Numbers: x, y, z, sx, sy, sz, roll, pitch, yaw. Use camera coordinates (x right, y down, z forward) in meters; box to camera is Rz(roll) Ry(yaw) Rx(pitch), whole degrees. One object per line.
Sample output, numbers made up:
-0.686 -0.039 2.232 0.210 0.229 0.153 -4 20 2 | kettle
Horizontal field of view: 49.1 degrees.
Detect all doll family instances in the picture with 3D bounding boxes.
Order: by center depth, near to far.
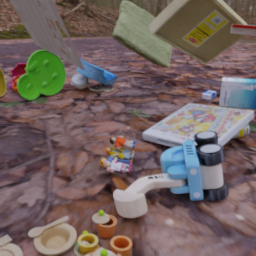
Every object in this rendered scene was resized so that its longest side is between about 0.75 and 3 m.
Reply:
-0.305 0.816 7.414 0.846 0.614 1.362 9 41 3 | doll family

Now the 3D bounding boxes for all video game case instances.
2.203 -0.080 8.857 2.672 0.306 2.432 -30 29 -36 | video game case

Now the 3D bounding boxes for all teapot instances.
-2.552 -2.386 14.904 0.914 0.677 0.927 -28 60 -18 | teapot

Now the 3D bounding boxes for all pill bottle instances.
3.386 0.078 9.079 0.949 0.518 0.518 -6 23 -16 | pill bottle

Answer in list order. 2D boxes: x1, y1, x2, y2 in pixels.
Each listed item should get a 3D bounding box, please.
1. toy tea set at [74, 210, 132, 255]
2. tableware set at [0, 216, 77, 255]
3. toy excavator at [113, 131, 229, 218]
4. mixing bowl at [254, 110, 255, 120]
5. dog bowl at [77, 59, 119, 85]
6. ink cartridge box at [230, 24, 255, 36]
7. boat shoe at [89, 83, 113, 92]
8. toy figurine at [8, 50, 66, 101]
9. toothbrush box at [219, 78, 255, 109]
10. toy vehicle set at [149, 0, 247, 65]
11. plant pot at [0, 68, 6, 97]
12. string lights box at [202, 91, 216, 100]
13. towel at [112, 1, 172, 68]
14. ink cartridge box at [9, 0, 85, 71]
-0.332 1.840 4.463 0.985 0.613 1.656 -4 18 -26 | toy tea set
-1.408 2.209 4.249 1.834 0.255 2.195 -14 26 -30 | tableware set
0.973 1.091 6.163 2.306 1.152 2.243 -9 19 11 | toy excavator
5.684 -0.748 10.590 1.688 0.914 1.688 -1 22 0 | mixing bowl
-1.625 -2.848 14.726 1.507 0.670 2.704 31 10 27 | dog bowl
3.056 -2.456 7.055 0.901 0.316 1.109 11 27 16 | ink cartridge box
-1.402 -2.121 14.555 1.263 0.409 0.454 6 23 14 | boat shoe
-5.087 -2.440 14.200 2.684 2.189 2.916 1 43 40 | toy figurine
4.798 -1.496 12.072 1.572 1.151 0.671 6 23 17 | toothbrush box
2.288 -3.086 8.687 2.952 1.834 0.391 13 54 -43 | toy vehicle set
-6.948 -2.252 13.335 1.313 1.850 1.850 -11 21 7 | plant pot
3.890 -1.572 13.443 0.419 0.240 0.816 15 27 32 | string lights box
0.721 -3.833 11.672 2.836 2.104 0.517 24 -25 -25 | towel
-1.907 -2.581 6.789 2.338 1.900 0.667 27 65 32 | ink cartridge box
